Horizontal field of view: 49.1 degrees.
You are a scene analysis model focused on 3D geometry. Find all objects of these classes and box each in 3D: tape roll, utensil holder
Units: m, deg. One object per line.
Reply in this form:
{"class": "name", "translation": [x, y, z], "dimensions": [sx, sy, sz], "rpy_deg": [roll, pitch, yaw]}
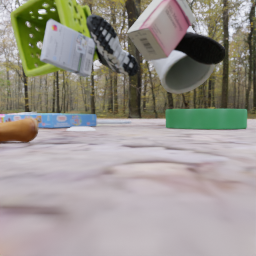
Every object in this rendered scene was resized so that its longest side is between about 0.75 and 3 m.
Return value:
{"class": "tape roll", "translation": [2.415, -0.288, 8.792], "dimensions": [2.451, 0.589, 2.451], "rpy_deg": [1, 2, 0]}
{"class": "utensil holder", "translation": [1.915, -3.031, 11.325], "dimensions": [2.165, 2.548, 2.165], "rpy_deg": [-15, -33, -10]}

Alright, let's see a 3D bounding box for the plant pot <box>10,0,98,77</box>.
{"class": "plant pot", "translation": [-2.502, -3.333, 10.414], "dimensions": [2.412, 2.424, 2.200], "rpy_deg": [-10, 4, 31]}

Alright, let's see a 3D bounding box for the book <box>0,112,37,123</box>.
{"class": "book", "translation": [-5.340, -0.371, 12.024], "dimensions": [2.351, 0.565, 1.570], "rpy_deg": [0, 4, 25]}

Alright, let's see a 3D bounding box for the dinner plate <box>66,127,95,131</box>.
{"class": "dinner plate", "translation": [-1.216, 0.028, 7.253], "dimensions": [0.755, 0.091, 0.755], "rpy_deg": [0, 4, 0]}

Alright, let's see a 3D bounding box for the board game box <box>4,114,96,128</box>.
{"class": "board game box", "translation": [-2.685, -0.265, 9.667], "dimensions": [2.542, 0.465, 1.923], "rpy_deg": [1, 3, 35]}

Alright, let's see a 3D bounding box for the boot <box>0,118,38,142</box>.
{"class": "boot", "translation": [-1.692, 0.036, 3.678], "dimensions": [0.885, 0.339, 0.687], "rpy_deg": [1, 2, 33]}

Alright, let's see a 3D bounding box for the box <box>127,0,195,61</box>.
{"class": "box", "translation": [0.946, -2.836, 7.815], "dimensions": [0.896, 1.645, 1.051], "rpy_deg": [10, -31, 51]}

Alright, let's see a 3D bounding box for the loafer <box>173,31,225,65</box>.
{"class": "loafer", "translation": [2.062, -2.778, 9.114], "dimensions": [2.272, 0.829, 0.811], "rpy_deg": [23, 33, 4]}

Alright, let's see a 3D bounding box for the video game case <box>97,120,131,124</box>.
{"class": "video game case", "translation": [-0.733, -0.307, 14.548], "dimensions": [1.431, 0.167, 1.301], "rpy_deg": [1, 2, 23]}

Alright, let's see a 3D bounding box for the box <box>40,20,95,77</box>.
{"class": "box", "translation": [-1.824, -2.413, 8.698], "dimensions": [1.591, 1.241, 0.328], "rpy_deg": [14, -11, -41]}

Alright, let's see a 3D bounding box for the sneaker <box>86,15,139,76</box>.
{"class": "sneaker", "translation": [-0.725, -2.597, 9.229], "dimensions": [1.120, 0.823, 2.476], "rpy_deg": [10, -25, 42]}
